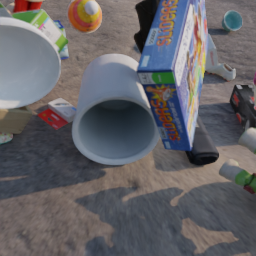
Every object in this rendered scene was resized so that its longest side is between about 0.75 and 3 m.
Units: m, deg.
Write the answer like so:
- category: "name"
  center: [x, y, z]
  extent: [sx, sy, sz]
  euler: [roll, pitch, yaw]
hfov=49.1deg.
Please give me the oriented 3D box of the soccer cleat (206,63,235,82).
- category: "soccer cleat"
  center: [3.318, -2.164, 10.189]
  extent: [0.463, 0.518, 1.336]
  euler: [-30, 48, -30]

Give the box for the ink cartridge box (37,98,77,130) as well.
- category: "ink cartridge box"
  center: [-2.078, -0.451, 8.389]
  extent: [1.030, 0.230, 0.907]
  euler: [32, 48, 32]

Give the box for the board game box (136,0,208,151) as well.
- category: "board game box"
  center: [0.949, -1.304, 4.892]
  extent: [0.490, 1.924, 2.843]
  euler: [3, 54, 23]

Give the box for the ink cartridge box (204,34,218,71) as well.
- category: "ink cartridge box"
  center: [1.679, -1.811, 7.343]
  extent: [1.166, 0.846, 0.488]
  euler: [-20, 64, 14]

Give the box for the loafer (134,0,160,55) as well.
- category: "loafer"
  center: [0.499, -2.043, 6.597]
  extent: [0.688, 1.929, 0.704]
  euler: [3, 14, 22]

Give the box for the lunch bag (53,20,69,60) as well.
- category: "lunch bag"
  center: [-3.236, -3.308, 10.906]
  extent: [1.580, 1.343, 1.007]
  euler: [-16, 42, -19]

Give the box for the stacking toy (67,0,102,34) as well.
- category: "stacking toy"
  center: [-1.063, -3.010, 7.280]
  extent: [0.970, 0.970, 1.328]
  euler: [-11, 16, -13]

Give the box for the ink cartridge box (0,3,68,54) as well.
- category: "ink cartridge box"
  center: [-1.835, -1.793, 4.708]
  extent: [1.019, 1.379, 0.522]
  euler: [15, 65, 40]

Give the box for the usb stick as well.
- category: "usb stick"
  center: [1.686, -0.100, 7.788]
  extent: [0.790, 0.465, 2.849]
  euler: [-5, 40, -5]

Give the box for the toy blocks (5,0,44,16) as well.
- category: "toy blocks"
  center: [-2.791, -2.733, 7.007]
  extent: [0.990, 2.727, 2.273]
  euler: [22, 52, -16]

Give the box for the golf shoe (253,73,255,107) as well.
- category: "golf shoe"
  center: [2.678, -0.880, 5.487]
  extent: [0.693, 1.515, 0.571]
  euler: [-26, 53, -15]

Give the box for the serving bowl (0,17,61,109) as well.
- category: "serving bowl"
  center: [-1.671, -0.898, 3.798]
  extent: [1.410, 1.410, 0.464]
  euler: [-15, 56, -17]

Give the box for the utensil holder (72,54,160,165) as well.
- category: "utensil holder"
  center: [-0.345, -0.585, 7.202]
  extent: [2.008, 2.008, 2.363]
  euler: [-3, 39, -3]

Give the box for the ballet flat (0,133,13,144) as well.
- category: "ballet flat"
  center: [-3.909, 0.225, 7.377]
  extent: [1.573, 0.503, 0.595]
  euler: [-9, 39, -11]

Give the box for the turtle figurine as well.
- category: "turtle figurine"
  center: [3.203, 1.107, 5.360]
  extent: [2.442, 1.758, 2.368]
  euler: [-28, 49, -26]

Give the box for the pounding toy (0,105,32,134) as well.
- category: "pounding toy"
  center: [-3.581, -0.534, 7.668]
  extent: [1.510, 1.073, 1.390]
  euler: [49, 21, 25]

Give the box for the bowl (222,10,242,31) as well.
- category: "bowl"
  center: [4.901, -5.047, 13.417]
  extent: [0.973, 0.973, 0.509]
  euler: [-11, -2, -12]

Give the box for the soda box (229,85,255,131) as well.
- category: "soda box"
  center: [3.562, -0.487, 8.079]
  extent: [0.603, 0.673, 1.903]
  euler: [1, 39, -2]
